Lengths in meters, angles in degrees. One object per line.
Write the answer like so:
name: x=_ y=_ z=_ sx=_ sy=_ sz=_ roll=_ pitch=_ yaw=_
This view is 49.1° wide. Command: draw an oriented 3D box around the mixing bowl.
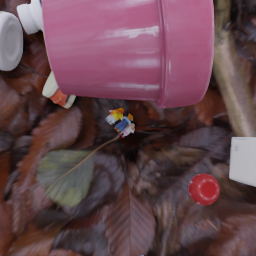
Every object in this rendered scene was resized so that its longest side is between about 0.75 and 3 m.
mixing bowl: x=1.833 y=1.446 z=6.562 sx=0.751 sy=0.407 sz=0.751 roll=0 pitch=80 yaw=-1

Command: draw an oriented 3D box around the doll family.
doll family: x=-0.161 y=-0.183 z=6.887 sx=0.515 sy=0.374 sz=0.830 roll=-44 pitch=82 yaw=-8

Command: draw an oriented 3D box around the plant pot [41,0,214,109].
plant pot: x=-0.081 y=-1.420 z=4.482 sx=2.164 sy=2.418 sz=2.418 roll=-8 pitch=79 yaw=-2

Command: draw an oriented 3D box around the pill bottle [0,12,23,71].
pill bottle: x=-3.985 y=-2.222 z=6.764 sx=2.453 sy=1.362 sz=1.362 roll=8 pitch=79 yaw=1

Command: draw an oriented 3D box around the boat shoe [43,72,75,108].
boat shoe: x=-1.312 y=-1.610 z=7.018 sx=0.710 sy=0.808 sz=2.271 roll=33 pitch=74 yaw=-36

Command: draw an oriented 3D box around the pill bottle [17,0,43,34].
pill bottle: x=-1.857 y=-2.969 z=7.134 sx=1.693 sy=0.940 sz=0.940 roll=-18 pitch=80 yaw=-3

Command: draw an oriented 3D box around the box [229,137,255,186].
box: x=2.727 y=0.550 z=4.646 sx=2.071 sy=0.851 sz=0.708 roll=3 pitch=92 yaw=-26
